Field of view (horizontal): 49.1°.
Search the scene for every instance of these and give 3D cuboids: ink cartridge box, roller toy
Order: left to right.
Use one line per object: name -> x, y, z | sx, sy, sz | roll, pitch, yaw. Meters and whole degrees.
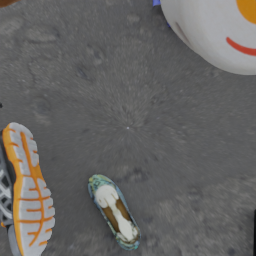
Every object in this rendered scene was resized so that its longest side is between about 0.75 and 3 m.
ink cartridge box -> 1.945, -3.707, 7.615 | 2.475, 0.945, 1.689 | 2, 77, -1
roller toy -> 1.857, -2.352, 4.561 | 2.856, 1.995, 2.605 | -7, 120, -3

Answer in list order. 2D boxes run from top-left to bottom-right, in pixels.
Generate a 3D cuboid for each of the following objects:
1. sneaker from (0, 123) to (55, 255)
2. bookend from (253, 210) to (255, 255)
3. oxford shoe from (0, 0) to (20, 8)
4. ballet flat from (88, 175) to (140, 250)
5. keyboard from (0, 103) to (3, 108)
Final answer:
sneaker -> -1.963, 1.111, 4.827 | 0.905, 0.917, 2.344 | -22, 68, 10
bookend -> 3.646, 2.665, 6.247 | 1.438, 0.667, 1.447 | 7, 76, 1
oxford shoe -> -2.054, -1.955, 3.515 | 2.803, 0.999, 1.000 | -3, 59, -2
ballet flat -> -0.289, 1.877, 6.437 | 0.717, 0.717, 1.932 | -34, 79, -8
keyboard -> -3.038, -0.462, 4.822 | 1.134, 2.180, 0.432 | 27, 90, -10
